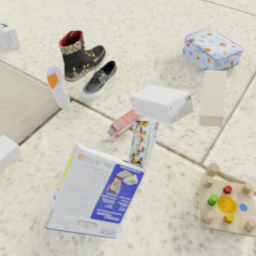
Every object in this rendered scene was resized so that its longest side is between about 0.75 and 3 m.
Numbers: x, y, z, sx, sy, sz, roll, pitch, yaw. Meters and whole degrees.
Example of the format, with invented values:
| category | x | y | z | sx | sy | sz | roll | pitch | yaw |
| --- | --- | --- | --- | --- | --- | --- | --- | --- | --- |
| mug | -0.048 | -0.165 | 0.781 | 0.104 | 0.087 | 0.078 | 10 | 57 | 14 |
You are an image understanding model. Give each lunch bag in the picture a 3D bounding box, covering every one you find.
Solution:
| category | x | y | z | sx | sy | sz | roll | pitch | yaw |
| --- | --- | --- | --- | --- | --- | --- | --- | --- | --- |
| lunch bag | 4.198 | -3.811 | 13.800 | 2.184 | 1.030 | 2.726 | -23 | 53 | -21 |

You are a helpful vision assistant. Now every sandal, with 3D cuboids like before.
| category | x | y | z | sx | sy | sz | roll | pitch | yaw |
| --- | --- | --- | --- | --- | --- | --- | --- | --- | --- |
| sandal | -2.974 | -1.646 | 11.605 | 0.693 | 0.518 | 1.808 | -18 | 95 | -28 |

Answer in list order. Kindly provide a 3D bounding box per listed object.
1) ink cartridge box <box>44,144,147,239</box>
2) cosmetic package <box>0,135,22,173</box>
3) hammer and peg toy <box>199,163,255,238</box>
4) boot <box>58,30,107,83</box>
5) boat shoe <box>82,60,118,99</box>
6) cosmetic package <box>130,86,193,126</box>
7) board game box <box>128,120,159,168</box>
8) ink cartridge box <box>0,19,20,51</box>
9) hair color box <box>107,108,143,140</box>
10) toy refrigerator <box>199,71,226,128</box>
| category | x | y | z | sx | sy | sz | roll | pitch | yaw |
| --- | --- | --- | --- | --- | --- | --- | --- | --- | --- |
| ink cartridge box | -0.907 | 1.891 | 8.023 | 2.317 | 2.345 | 0.551 | 23 | 6 | -32 |
| cosmetic package | -4.764 | 1.137 | 9.991 | 0.864 | 0.629 | 1.699 | 29 | 58 | 22 |
| hammer and peg toy | 3.207 | 2.167 | 8.982 | 1.763 | 0.845 | 2.396 | 9 | 51 | 7 |
| boot | -1.938 | -3.334 | 12.098 | 0.921 | 1.895 | 2.516 | 36 | 63 | 24 |
| boat shoe | -1.218 | -2.240 | 12.455 | 0.872 | 0.826 | 2.495 | 26 | 49 | 21 |
| cosmetic package | 1.096 | -0.832 | 9.649 | 1.081 | 0.787 | 2.126 | -29 | 28 | -21 |
| board game box | 0.512 | 0.515 | 9.656 | 0.972 | 0.267 | 1.540 | 5 | 84 | 48 |
| ink cartridge box | -6.398 | -4.872 | 14.622 | 1.455 | 1.060 | 0.602 | 36 | 57 | 25 |
| hair color box | -0.065 | -0.224 | 10.897 | 1.488 | 0.825 | 0.476 | -36 | 80 | -25 |
| toy refrigerator | 2.701 | -0.933 | 8.917 | 0.700 | 0.645 | 1.845 | 5 | 58 | 15 |
